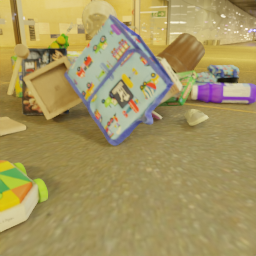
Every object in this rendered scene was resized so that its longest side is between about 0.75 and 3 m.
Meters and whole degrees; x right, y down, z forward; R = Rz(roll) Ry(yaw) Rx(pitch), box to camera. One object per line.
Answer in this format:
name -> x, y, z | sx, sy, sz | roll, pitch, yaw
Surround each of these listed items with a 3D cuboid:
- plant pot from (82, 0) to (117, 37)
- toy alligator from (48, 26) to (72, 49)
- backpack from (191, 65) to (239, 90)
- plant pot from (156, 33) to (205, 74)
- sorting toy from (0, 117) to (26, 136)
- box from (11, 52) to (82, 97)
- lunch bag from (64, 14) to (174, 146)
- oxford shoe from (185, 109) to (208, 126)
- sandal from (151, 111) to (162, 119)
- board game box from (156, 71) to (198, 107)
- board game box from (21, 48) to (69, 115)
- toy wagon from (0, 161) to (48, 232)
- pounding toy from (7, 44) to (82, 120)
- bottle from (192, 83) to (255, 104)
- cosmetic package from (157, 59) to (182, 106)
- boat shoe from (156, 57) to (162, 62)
plant pot -> -0.880, -3.165, 8.389 | 1.110, 1.110, 1.016 | -1, 30, -2
toy alligator -> -2.377, -2.956, 10.003 | 0.572, 0.524, 1.930 | -19, 32, 49
backpack -> 3.522, -1.955, 11.602 | 1.789, 1.203, 1.633 | 3, 21, 11
plant pot -> 2.111, -2.830, 11.547 | 1.721, 1.738, 1.738 | -50, 36, -8
sorting toy -> -3.625, 0.025, 7.564 | 1.013, 0.202, 1.371 | 22, 25, 36
box -> -2.952, -2.322, 11.899 | 2.595, 1.644, 2.695 | 4, 20, 12
lunch bag -> -0.128, -1.029, 6.874 | 1.268, 2.029, 2.695 | 16, 34, -50
oxford shoe -> 1.859, -0.328, 7.824 | 0.493, 0.379, 1.311 | -22, 6, 2
sandal -> 0.603, -0.441, 8.731 | 1.053, 0.259, 0.428 | 29, -2, 36
board game box -> 1.280, -1.217, 8.953 | 1.714, 0.250, 1.153 | 4, 59, 54
board game box -> -2.656, -1.477, 8.978 | 1.408, 2.078, 0.359 | -2, -1, -4
toy wagon -> -2.508, 1.004, 4.479 | 1.803, 0.460, 2.324 | -17, 26, -40
pounding toy -> -2.522, -1.386, 8.210 | 1.907, 2.170, 0.993 | -29, 10, -5
bottle -> 3.518, -1.298, 10.401 | 2.237, 0.730, 0.934 | 2, 10, 8
cosmetic package -> 0.461, -0.999, 7.957 | 1.900, 0.982, 0.829 | -33, 9, 23
boat shoe -> 0.504, -1.968, 9.815 | 0.882, 0.738, 2.469 | 32, -22, -17
